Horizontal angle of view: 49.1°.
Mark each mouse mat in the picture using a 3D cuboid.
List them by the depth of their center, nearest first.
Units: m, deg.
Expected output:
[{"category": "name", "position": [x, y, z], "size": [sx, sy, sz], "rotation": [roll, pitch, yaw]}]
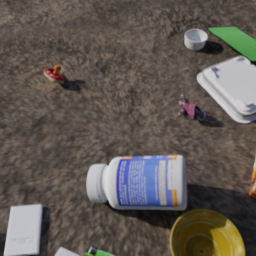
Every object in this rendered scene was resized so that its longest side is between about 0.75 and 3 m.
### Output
[{"category": "mouse mat", "position": [4.806, -3.586, 11.779], "size": [2.140, 0.100, 2.659], "rotation": [-16, 52, -33]}]

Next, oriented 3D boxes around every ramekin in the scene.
[{"category": "ramekin", "position": [2.877, -3.758, 12.035], "size": [0.942, 0.495, 0.942], "rotation": [0, 53, 0]}]

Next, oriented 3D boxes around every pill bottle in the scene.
[{"category": "pill bottle", "position": [0.251, 1.459, 7.460], "size": [2.514, 1.409, 1.409], "rotation": [-2, 52, 14]}]

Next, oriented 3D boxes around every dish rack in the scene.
[{"category": "dish rack", "position": [4.244, -1.619, 10.399], "size": [2.407, 0.611, 2.805], "rotation": [-22, 58, -16]}]

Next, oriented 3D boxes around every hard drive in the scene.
[{"category": "hard drive", "position": [-2.752, 2.702, 7.431], "size": [0.834, 0.160, 1.265], "rotation": [-4, 53, -5]}]

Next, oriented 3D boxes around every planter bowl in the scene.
[{"category": "planter bowl", "position": [1.862, 2.969, 6.894], "size": [1.752, 0.730, 1.752], "rotation": [0, 53, -1]}]

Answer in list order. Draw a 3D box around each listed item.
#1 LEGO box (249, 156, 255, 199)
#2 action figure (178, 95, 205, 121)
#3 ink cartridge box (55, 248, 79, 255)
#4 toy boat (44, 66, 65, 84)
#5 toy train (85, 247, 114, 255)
[{"category": "LEGO box", "position": [5.020, 1.365, 7.892], "size": [2.652, 1.023, 1.975], "rotation": [18, 55, 13]}, {"category": "action figure", "position": [2.135, -0.731, 9.739], "size": [0.764, 0.687, 1.026], "rotation": [1, 27, -32]}, {"category": "ink cartridge box", "position": [-1.246, 3.928, 5.410], "size": [1.867, 1.083, 2.530], "rotation": [19, 33, 13]}, {"category": "toy boat", "position": [-2.745, -2.090, 10.653], "size": [0.902, 0.590, 0.589], "rotation": [42, 24, 26]}, {"category": "toy train", "position": [-0.234, 3.399, 6.817], "size": [1.840, 0.384, 0.519], "rotation": [16, 45, 12]}]
